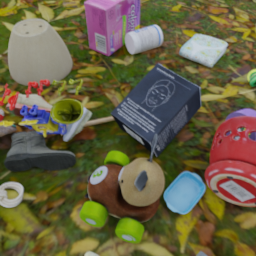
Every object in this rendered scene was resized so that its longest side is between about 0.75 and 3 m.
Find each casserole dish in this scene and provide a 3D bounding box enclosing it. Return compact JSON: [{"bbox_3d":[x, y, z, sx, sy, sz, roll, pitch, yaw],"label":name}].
[{"bbox_3d":[1.673,1.966,8.402,0.887,0.284,1.464,39,59,19],"label":"casserole dish"}]

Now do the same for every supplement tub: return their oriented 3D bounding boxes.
[{"bbox_3d":[0.760,-4.208,13.360,1.577,1.041,1.041,-22,52,-20],"label":"supplement tub"}]

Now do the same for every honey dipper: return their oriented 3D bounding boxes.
[{"bbox_3d":[-1.168,-0.199,10.270,2.673,0.508,0.508,-11,50,-14],"label":"honey dipper"}]

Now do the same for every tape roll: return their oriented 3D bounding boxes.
[{"bbox_3d":[3.847,0.022,9.267,0.524,1.233,1.233,-17,50,-28],"label":"tape roll"}]

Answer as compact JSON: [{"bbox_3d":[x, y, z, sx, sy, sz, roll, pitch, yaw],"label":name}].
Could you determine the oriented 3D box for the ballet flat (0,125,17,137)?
[{"bbox_3d":[-4.981,-0.066,9.072,0.967,2.840,0.955,8,76,36],"label":"ballet flat"}]

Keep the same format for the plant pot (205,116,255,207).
[{"bbox_3d":[3.381,1.028,8.050,2.132,2.132,1.941,19,52,16],"label":"plant pot"}]

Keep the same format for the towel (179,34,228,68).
[{"bbox_3d":[3.604,-3.740,13.331,1.696,0.477,1.981,27,54,23],"label":"towel"}]

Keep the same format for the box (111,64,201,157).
[{"bbox_3d":[0.992,-0.619,9.548,1.826,1.317,2.460,38,80,29],"label":"box"}]

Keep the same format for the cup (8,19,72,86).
[{"bbox_3d":[-3.933,-3.429,12.055,2.786,1.992,2.786,0,49,0],"label":"cup"}]

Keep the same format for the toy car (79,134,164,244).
[{"bbox_3d":[0.081,1.350,7.270,2.092,2.651,2.178,24,52,1],"label":"toy car"}]

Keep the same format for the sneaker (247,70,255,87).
[{"bbox_3d":[6.046,-1.852,11.580,2.132,0.790,0.891,6,58,14],"label":"sneaker"}]

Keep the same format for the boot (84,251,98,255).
[{"bbox_3d":[-0.795,3.747,6.801,0.976,0.455,1.263,13,49,11],"label":"boot"}]

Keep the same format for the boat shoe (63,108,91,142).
[{"bbox_3d":[-1.736,-0.056,9.537,0.427,1.378,0.496,27,18,-28],"label":"boat shoe"}]

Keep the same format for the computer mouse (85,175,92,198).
[{"bbox_3d":[-1.040,1.812,8.598,0.599,0.228,0.865,-9,41,-5],"label":"computer mouse"}]

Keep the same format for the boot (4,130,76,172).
[{"bbox_3d":[-2.878,0.618,9.361,2.320,0.786,1.516,-2,44,-3],"label":"boot"}]

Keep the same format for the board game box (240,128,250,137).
[{"bbox_3d":[4.491,0.081,10.206,0.716,0.160,1.367,-2,49,1],"label":"board game box"}]

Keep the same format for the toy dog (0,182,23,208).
[{"bbox_3d":[-4.625,1.335,8.237,1.972,1.440,2.990,-33,56,-24],"label":"toy dog"}]

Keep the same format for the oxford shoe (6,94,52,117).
[{"bbox_3d":[-3.155,-0.814,10.095,2.329,0.824,0.860,11,61,1],"label":"oxford shoe"}]

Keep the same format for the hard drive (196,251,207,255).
[{"bbox_3d":[1.578,3.980,6.362,2.041,0.336,1.424,-33,34,-26],"label":"hard drive"}]

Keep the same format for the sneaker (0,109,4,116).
[{"bbox_3d":[-5.312,-0.507,10.023,0.720,0.781,1.771,24,26,32],"label":"sneaker"}]

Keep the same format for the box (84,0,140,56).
[{"bbox_3d":[-0.661,-5.151,13.349,1.256,2.286,2.599,28,54,23],"label":"box"}]

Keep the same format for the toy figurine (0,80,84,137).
[{"bbox_3d":[-2.484,-0.435,9.023,2.928,1.754,1.545,-3,65,13],"label":"toy figurine"}]
